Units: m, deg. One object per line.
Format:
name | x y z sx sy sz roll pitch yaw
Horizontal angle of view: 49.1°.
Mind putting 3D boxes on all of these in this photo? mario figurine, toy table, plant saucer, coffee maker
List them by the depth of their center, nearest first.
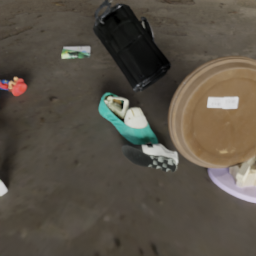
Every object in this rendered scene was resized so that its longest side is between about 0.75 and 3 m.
plant saucer | 2.332 -0.233 6.522 2.800 2.800 0.412 -3 21 -4
toy table | 3.053 1.067 7.275 1.835 1.074 1.687 17 41 20
coffee maker | 0.062 -2.835 10.330 2.842 1.914 2.730 55 28 4
mario figurine | -4.797 -1.823 11.264 1.576 0.835 0.973 9 38 14

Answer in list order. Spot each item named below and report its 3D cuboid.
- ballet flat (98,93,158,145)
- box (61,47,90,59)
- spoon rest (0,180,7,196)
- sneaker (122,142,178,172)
ballet flat | -0.074 -0.371 9.198 0.943 0.986 2.801 -19 42 -34
box | -2.664 -3.894 14.430 1.410 0.256 1.018 -4 37 -3
spoon rest | -4.391 0.832 7.732 2.984 0.904 1.482 30 47 32
sneaker | 0.644 0.740 8.133 1.646 0.610 0.728 18 40 7
